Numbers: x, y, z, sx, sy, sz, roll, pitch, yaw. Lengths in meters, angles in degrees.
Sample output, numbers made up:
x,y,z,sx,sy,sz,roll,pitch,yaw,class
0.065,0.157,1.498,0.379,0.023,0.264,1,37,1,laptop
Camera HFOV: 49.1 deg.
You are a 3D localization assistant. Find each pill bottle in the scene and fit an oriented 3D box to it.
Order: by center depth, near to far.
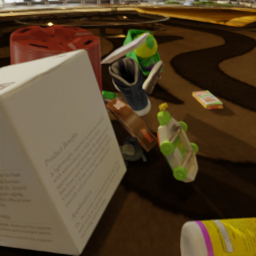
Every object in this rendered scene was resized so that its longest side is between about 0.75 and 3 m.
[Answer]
x,y,z,sx,sy,sz,roll,pitch,yaw,class
2.043,2.117,4.762,2.120,1.105,1.105,-3,30,-3,pill bottle

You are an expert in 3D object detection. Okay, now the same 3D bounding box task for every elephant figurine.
x,y,z,sx,sy,sz,roll,pitch,yaw,class
-0.144,0.705,7.716,0.817,0.746,1.054,4,20,38,elephant figurine

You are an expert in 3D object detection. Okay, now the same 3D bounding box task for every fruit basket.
x,y,z,sx,sy,sz,roll,pitch,yaw,class
-0.712,-0.813,9.454,0.820,0.886,0.415,12,50,-11,fruit basket
0.739,-3.235,11.599,1.493,2.070,2.070,-9,29,-36,fruit basket

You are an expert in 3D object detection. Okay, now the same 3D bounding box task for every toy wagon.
x,y,z,sx,sy,sz,roll,pitch,yaw,class
1.110,0.315,6.566,0.368,1.860,1.443,-24,8,29,toy wagon

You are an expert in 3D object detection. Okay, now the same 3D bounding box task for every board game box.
x,y,z,sx,sy,sz,roll,pitch,yaw,class
3.260,-1.143,11.487,0.692,0.217,1.449,-7,33,-10,board game box

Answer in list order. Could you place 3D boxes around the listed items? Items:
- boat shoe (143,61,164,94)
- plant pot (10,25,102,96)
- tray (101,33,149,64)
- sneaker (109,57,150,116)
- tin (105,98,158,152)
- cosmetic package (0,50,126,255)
x,y,z,sx,sy,sz,roll,pitch,yaw,class
0.998,-1.896,10.598,0.387,1.299,0.467,28,11,-17,boat shoe
-1.961,-1.142,7.876,2.991,2.908,2.991,5,33,-3,plant pot
-0.112,-2.839,10.248,1.916,0.212,1.029,-14,28,45,tray
-0.126,-1.834,9.473,0.973,1.850,2.560,-30,49,0,sneaker
0.078,-0.142,8.240,0.520,1.392,2.486,-38,25,-4,tin
-1.850,0.395,5.405,2.416,2.929,2.414,-5,26,25,cosmetic package
